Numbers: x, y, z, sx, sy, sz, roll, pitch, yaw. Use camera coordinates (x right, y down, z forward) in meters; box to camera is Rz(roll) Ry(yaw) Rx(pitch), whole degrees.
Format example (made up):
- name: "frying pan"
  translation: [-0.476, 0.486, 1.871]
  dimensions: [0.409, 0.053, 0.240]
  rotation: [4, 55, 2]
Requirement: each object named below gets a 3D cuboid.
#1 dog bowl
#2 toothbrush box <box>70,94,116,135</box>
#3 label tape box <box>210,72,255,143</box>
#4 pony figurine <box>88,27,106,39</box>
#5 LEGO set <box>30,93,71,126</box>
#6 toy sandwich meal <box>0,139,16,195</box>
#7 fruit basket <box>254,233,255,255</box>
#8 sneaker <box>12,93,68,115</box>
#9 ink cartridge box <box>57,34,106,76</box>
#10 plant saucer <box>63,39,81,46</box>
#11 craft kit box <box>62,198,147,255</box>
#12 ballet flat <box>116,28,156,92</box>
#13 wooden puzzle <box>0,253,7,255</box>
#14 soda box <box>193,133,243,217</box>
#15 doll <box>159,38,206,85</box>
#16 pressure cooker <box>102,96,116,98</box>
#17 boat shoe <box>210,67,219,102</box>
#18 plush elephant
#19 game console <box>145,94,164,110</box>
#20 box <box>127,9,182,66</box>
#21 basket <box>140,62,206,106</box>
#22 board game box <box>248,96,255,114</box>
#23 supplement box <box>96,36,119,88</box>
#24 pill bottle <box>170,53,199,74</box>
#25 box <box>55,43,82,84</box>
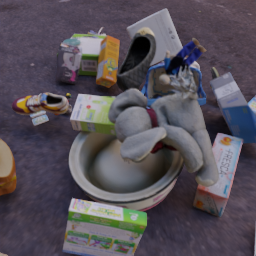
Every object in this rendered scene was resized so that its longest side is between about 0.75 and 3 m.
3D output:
- name: "dog bowl"
  translation: [0.000, 0.831, 6.929]
  dimensions: [2.762, 1.019, 2.762]
  rotation: [-5, 46, 5]
- name: "toothbrush box"
  translation: [-0.776, -0.344, 7.111]
  dimensions: [1.146, 0.493, 0.834]
  rotation: [8, 58, 7]
- name: "label tape box"
  translation: [3.149, -0.385, 8.146]
  dimensions: [0.679, 1.546, 2.144]
  rotation: [-23, 37, 17]
- name: "pony figurine"
  translation: [-1.545, -4.547, 13.932]
  dimensions: [0.923, 0.768, 0.891]
  rotation: [22, 77, 19]
- name: "LEGO set"
  translation: [-2.615, -0.780, 9.556]
  dimensions: [1.557, 0.382, 1.163]
  rotation: [-22, 47, -17]
- name: "toy sandwich meal"
  translation: [-4.095, 1.229, 6.493]
  dimensions: [2.915, 0.998, 2.915]
  rotation: [-6, 42, 6]
- name: "fruit basket"
  translation: [3.543, 2.855, 5.030]
  dimensions: [2.366, 1.109, 2.191]
  rotation: [1, 37, 25]
- name: "sneaker"
  translation: [-2.630, -0.779, 8.303]
  dimensions: [1.653, 0.745, 0.620]
  rotation: [-3, 70, -8]
- name: "ink cartridge box"
  translation: [-1.809, -3.240, 12.144]
  dimensions: [1.738, 0.891, 2.351]
  rotation: [5, 38, 7]
- name: "plant saucer"
  translation: [-2.375, -3.586, 11.685]
  dimensions: [0.785, 0.141, 0.785]
  rotation: [-3, 32, 2]
- name: "craft kit box"
  translation: [-0.491, 2.005, 5.335]
  dimensions: [1.396, 1.379, 0.339]
  rotation: [13, 39, -5]
- name: "ballet flat"
  translation: [0.329, -2.414, 9.336]
  dimensions: [0.968, 0.827, 2.913]
  rotation: [4, 57, 20]
- name: "wooden puzzle"
  translation: [-2.852, 2.966, 4.640]
  dimensions: [2.042, 0.411, 2.207]
  rotation: [12, 26, 14]
- name: "soda box"
  translation: [2.309, 1.100, 7.090]
  dimensions: [0.697, 0.750, 2.192]
  rotation: [18, 43, 20]
- name: "doll"
  translation: [1.549, -1.982, 8.578]
  dimensions: [1.623, 1.108, 0.393]
  rotation: [-46, 29, 12]
- name: "pressure cooker"
  translation: [-0.642, -0.428, 8.405]
  dimensions: [1.182, 1.040, 1.056]
  rotation: [-9, 2, 32]
- name: "boat shoe"
  translation: [3.061, -1.493, 9.753]
  dimensions: [0.406, 1.252, 0.458]
  rotation: [-19, -8, 20]
- name: "plush elephant"
  translation: [0.616, 0.086, 5.976]
  dimensions: [1.931, 2.494, 2.054]
  rotation: [-17, 39, 8]
- name: "game console"
  translation: [1.037, -0.739, 9.127]
  dimensions: [1.111, 0.657, 0.948]
  rotation: [26, 9, 30]
- name: "box"
  translation: [1.055, -3.570, 11.211]
  dimensions: [1.715, 1.706, 1.121]
  rotation: [-24, 19, 10]
- name: "basket"
  translation: [1.423, -1.295, 9.254]
  dimensions: [2.025, 1.597, 2.296]
  rotation: [2, 33, 7]
- name: "board game box"
  translation: [5.056, -0.415, 9.184]
  dimensions: [2.130, 0.365, 1.432]
  rotation: [31, 49, 31]
- name: "supplement box"
  translation: [-0.765, -2.527, 10.695]
  dimensions: [0.609, 0.630, 1.832]
  rotation: [13, 74, -31]
- name: "pill bottle"
  translation: [2.248, -2.606, 11.468]
  dimensions: [0.761, 0.761, 1.330]
  rotation: [-16, 43, -18]
- name: "box"
  translation: [-2.278, -2.451, 10.742]
  dimensions: [0.853, 1.291, 0.741]
  rotation: [10, 37, -12]
